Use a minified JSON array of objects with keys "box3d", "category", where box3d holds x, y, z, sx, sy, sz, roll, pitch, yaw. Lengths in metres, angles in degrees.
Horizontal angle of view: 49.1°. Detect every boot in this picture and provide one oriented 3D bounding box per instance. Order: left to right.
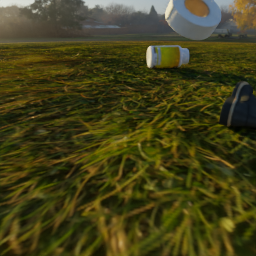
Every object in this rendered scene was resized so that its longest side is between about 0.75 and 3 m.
[{"box3d":[4.356,-0.617,9.365,1.914,1.072,2.767,17,39,27],"category":"boot"}]

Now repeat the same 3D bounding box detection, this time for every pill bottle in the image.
[{"box3d":[2.825,-5.048,19.870,2.808,1.534,1.534,-3,21,-8],"category":"pill bottle"}]

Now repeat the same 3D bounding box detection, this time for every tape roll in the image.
[{"box3d":[2.299,-4.045,9.945,1.897,0.663,1.897,7,62,-13],"category":"tape roll"}]
